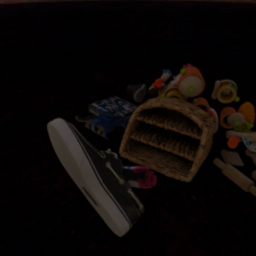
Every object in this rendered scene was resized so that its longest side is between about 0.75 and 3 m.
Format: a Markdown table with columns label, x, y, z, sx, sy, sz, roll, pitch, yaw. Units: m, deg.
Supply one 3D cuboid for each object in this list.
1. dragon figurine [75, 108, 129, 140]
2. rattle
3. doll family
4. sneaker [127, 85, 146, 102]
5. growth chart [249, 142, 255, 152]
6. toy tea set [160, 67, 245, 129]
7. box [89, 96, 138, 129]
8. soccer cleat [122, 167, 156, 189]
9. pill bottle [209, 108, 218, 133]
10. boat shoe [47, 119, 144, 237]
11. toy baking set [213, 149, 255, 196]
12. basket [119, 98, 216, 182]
| label | x | y | z | sx | sy | sz | roll | pitch | yaw |
| --- | --- | --- | --- | --- | --- | --- | --- | --- | --- |
| dragon figurine | -0.774 | -0.274 | 8.426 | 1.889 | 0.939 | 0.556 | 32 | -4 | -39 |
| rattle | 3.339 | -0.087 | 8.037 | 1.121 | 1.230 | 1.722 | 28 | 17 | 38 |
| doll family | 1.515 | -1.300 | 9.475 | 1.267 | 0.920 | 2.041 | -51 | 20 | -13 |
| sneaker | 0.234 | -1.405 | 11.520 | 0.748 | 0.527 | 1.409 | 2 | 24 | 17 |
| growth chart | 3.908 | 0.556 | 8.328 | 0.589 | 0.072 | 0.814 | 10 | 29 | 26 |
| toy tea set | 2.262 | -0.724 | 7.985 | 2.533 | 1.506 | 0.937 | 19 | 39 | -5 |
| box | -0.473 | -0.629 | 10.240 | 1.269 | 0.367 | 1.597 | -24 | 38 | -34 |
| soccer cleat | 0.023 | 1.166 | 6.776 | 1.490 | 0.520 | 0.643 | 16 | -17 | -38 |
| pill bottle | 1.984 | -0.147 | 8.949 | 1.560 | 0.855 | 0.855 | -6 | 31 | -10 |
| boat shoe | -0.591 | 0.871 | 5.572 | 0.862 | 2.708 | 0.957 | -39 | 20 | -26 |
| toy baking set | 3.574 | 1.162 | 7.279 | 1.968 | 0.298 | 2.564 | -12 | 33 | -20 |
| basket | 1.079 | 0.155 | 7.582 | 2.203 | 1.573 | 1.641 | 21 | 32 | 26 |
